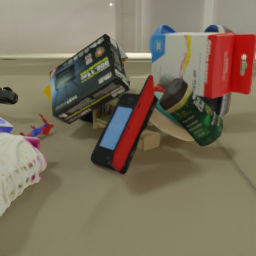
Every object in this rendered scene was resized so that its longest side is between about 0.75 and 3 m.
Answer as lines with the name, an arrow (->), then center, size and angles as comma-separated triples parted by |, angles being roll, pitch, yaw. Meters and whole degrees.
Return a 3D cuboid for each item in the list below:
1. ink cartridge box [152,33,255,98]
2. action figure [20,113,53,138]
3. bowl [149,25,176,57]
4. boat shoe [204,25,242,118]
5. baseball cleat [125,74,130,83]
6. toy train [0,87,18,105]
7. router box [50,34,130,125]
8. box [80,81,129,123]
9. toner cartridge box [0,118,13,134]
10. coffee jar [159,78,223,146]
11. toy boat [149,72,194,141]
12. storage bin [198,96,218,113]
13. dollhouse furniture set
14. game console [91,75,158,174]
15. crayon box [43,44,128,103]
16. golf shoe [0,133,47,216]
ink cartridge box -> 1.736, -1.595, 6.939 | 0.828, 1.431, 2.462 | -19, 25, -38
action figure -> -2.197, -0.009, 6.566 | 0.506, 0.333, 1.022 | 45, 32, 11
bowl -> 1.750, -2.225, 9.928 | 0.570, 2.903, 2.903 | -26, 3, 32
boat shoe -> 2.621, -1.504, 7.615 | 0.900, 2.486, 0.898 | -6, 10, -26
baseball cleat -> -0.569, -1.801, 11.540 | 1.157, 0.758, 2.174 | 3, 18, 8
toy train -> -4.292, -1.018, 7.895 | 2.688, 0.458, 0.616 | 10, -16, 15
router box -> -0.975, -1.111, 6.564 | 1.864, 1.397, 0.579 | -28, -34, 22
box -> -0.699, -0.806, 8.011 | 0.744, 1.031, 1.389 | 15, 23, 41
toner cartridge box -> -3.028, -0.139, 5.419 | 0.924, 0.420, 1.945 | 35, -3, -3
coffee jar -> 1.196, -0.312, 5.366 | 0.564, 1.323, 0.690 | -35, 19, 42
toy boat -> 0.956, -0.583, 6.418 | 1.583, 0.875, 1.883 | 23, 27, -27
storage bin -> 1.416, -0.648, 7.815 | 1.308, 0.907, 1.935 | -7, 19, -20
dollhouse furniture set -> 0.381, -0.447, 6.867 | 1.745, 1.097, 1.973 | -14, 23, -37
game console -> -0.161, -0.089, 4.760 | 1.304, 1.513, 0.898 | 13, -18, 43
crayon box -> -1.386, -1.878, 9.639 | 2.151, 0.727, 2.493 | -34, 4, 29
golf shoe -> -1.762, 0.605, 4.007 | 1.170, 0.963, 2.557 | -2, 19, -18
